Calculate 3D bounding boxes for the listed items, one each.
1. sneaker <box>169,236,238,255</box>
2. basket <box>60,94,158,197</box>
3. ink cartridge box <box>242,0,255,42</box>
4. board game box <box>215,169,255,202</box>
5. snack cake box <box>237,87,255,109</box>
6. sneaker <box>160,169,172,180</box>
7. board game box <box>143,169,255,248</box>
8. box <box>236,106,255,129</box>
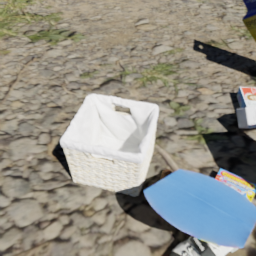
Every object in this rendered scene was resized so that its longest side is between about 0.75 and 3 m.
[{"bbox_3d":[1.725,2.614,6.242,2.384,1.055,0.883,-27,50,-24],"label":"sneaker"},{"bbox_3d":[-0.406,0.433,8.029,2.200,1.786,2.220,11,44,11],"label":"basket"},{"bbox_3d":[5.599,-4.070,10.763,0.652,2.775,2.742,-42,12,0],"label":"ink cartridge box"},{"bbox_3d":[2.819,1.786,7.657,1.093,0.305,1.070,24,48,24],"label":"board game box"},{"bbox_3d":[4.658,-0.903,10.430,0.852,0.498,1.482,3,42,5],"label":"snack cake box"},{"bbox_3d":[1.152,1.569,7.752,0.432,0.463,1.226,7,44,-2],"label":"sneaker"},{"bbox_3d":[1.646,1.882,6.352,2.189,0.539,2.770,26,22,29],"label":"board game box"},{"bbox_3d":[4.401,-0.410,9.246,1.299,0.691,0.989,-9,0,4],"label":"box"}]
